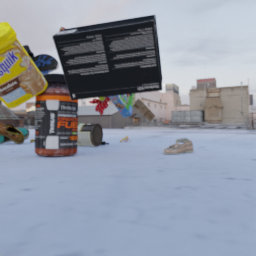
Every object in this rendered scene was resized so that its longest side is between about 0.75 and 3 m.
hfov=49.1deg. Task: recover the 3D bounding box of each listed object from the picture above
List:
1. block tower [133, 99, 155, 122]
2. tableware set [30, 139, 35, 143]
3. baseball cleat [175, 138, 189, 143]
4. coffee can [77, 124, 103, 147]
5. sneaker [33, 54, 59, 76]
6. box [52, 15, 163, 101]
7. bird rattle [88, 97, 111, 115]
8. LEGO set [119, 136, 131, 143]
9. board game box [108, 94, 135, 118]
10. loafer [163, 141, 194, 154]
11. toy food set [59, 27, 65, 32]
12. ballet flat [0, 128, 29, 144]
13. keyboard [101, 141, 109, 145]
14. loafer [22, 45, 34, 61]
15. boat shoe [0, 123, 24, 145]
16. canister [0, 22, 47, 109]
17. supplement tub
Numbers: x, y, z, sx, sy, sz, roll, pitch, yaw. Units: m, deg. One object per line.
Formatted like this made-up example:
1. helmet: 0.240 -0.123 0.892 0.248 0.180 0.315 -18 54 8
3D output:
1. block tower: 0.603 -0.642 10.446 0.362 0.338 1.251 48 5 33
2. tableware set: -5.325 0.795 16.741 1.172 0.180 0.790 1 3 -43
3. baseball cleat: 3.184 0.729 16.554 0.805 0.281 0.428 1 1 6
4. coffee can: -2.173 0.346 13.831 1.538 1.126 1.126 0 1 22
5. sneaker: -4.337 -2.847 13.546 2.580 0.977 0.994 -1 -29 25
6. box: -0.472 -1.956 7.978 2.730 1.927 1.077 -5 28 10
7. bird rattle: -0.934 -1.648 13.515 1.894 1.309 2.324 -30 -27 -13
8. LEGO set: -0.113 0.756 16.783 0.472 0.382 1.026 -36 -7 19
9. board game box: -0.465 -1.816 11.144 0.424 1.753 2.317 -15 -46 27
10. loafer: 1.895 0.731 10.579 1.487 0.468 0.535 -1 1 -37
11. toy food set: -1.882 -2.883 8.869 0.734 1.154 0.182 15 -51 -45
12. ballet flat: -6.818 0.551 15.554 2.575 0.868 0.820 -8 -25 -24
13. keyboard: -1.391 0.819 15.052 0.751 0.160 1.250 0 2 -1
14. loafer: -4.215 -3.089 11.848 0.372 0.384 1.095 -12 -12 -7
15. boat shoe: -6.393 0.107 15.032 2.034 0.691 0.732 25 40 12
16. canister: -3.654 -1.795 8.480 1.626 2.189 0.948 -33 49 -7
17. supplement tub: -2.517 -0.442 9.871 1.506 2.815 1.506 0 1 0
